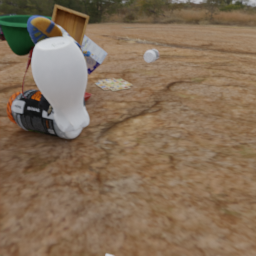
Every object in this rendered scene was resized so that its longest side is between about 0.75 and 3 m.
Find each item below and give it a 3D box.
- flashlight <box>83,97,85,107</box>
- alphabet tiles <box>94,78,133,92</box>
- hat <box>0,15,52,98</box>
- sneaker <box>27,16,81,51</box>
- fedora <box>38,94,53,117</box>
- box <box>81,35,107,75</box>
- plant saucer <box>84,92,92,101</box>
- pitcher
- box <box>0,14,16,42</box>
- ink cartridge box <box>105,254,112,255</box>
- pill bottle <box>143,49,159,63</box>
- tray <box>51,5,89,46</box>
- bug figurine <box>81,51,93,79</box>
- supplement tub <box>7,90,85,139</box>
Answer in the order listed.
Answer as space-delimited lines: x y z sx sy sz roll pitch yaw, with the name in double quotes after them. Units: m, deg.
-1.721 -1.402 8.283 0.578 1.702 0.576 -14 40 -10 "flashlight"
-0.854 -2.513 16.179 1.787 0.068 2.148 -13 29 -26 "alphabet tiles"
-3.709 -2.752 10.209 2.136 2.270 2.579 16 30 21 "hat"
-2.219 -2.595 7.907 0.935 0.799 2.122 48 8 18 "sneaker"
-2.524 -0.847 8.735 0.446 0.976 0.976 19 19 -22 "fedora"
-2.052 -3.528 13.566 1.403 1.525 0.800 -23 36 57 "box"
-2.962 -1.474 13.806 1.721 0.316 1.724 20 33 35 "plant saucer"
-1.424 -0.987 5.857 1.042 1.720 1.475 -22 39 -21 "pitcher"
-5.044 -3.860 10.916 1.458 0.773 0.891 -25 10 -37 "box"
-0.093 2.787 5.081 0.932 0.386 0.684 8 28 15 "ink cartridge box"
0.937 -2.920 11.393 0.492 0.492 0.863 9 21 17 "pill bottle"
-2.175 -2.801 9.528 1.133 2.298 0.426 15 13 -13 "tray"
-2.070 -2.424 10.764 1.267 1.634 0.420 2 49 -20 "bug figurine"
-3.077 -0.565 10.501 2.636 1.615 1.615 10 28 19 "supplement tub"
